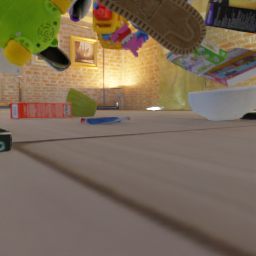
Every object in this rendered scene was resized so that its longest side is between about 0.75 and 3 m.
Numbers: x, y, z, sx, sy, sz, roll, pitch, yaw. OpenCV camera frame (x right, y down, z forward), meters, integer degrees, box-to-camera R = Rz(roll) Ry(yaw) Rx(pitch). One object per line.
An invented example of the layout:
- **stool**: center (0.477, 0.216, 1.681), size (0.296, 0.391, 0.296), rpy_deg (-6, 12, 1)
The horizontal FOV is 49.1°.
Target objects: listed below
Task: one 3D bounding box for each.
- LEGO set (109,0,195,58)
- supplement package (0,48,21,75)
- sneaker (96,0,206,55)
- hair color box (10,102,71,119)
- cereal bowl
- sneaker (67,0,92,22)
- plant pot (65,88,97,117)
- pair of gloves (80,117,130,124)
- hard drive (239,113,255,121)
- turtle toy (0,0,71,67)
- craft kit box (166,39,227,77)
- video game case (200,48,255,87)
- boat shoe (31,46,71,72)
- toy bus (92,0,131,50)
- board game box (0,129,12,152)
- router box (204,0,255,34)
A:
- **LEGO set**: center (0.824, -2.430, 6.647), size (2.333, 0.957, 0.890), rpy_deg (-38, 0, 8)
- **supplement package**: center (-3.014, -1.660, 6.433), size (0.753, 0.748, 0.993), rpy_deg (-3, 15, -44)
- **sneaker**: center (-0.007, -1.889, 3.667), size (2.257, 0.791, 1.224), rpy_deg (31, 21, -34)
- **hair color box**: center (-3.804, -0.771, 12.297), size (2.287, 0.731, 1.268), rpy_deg (-2, 4, -39)
- **cereal bowl**: center (3.668, -0.924, 10.696), size (2.688, 1.120, 2.688), rpy_deg (-7, 8, 1)
- **sneaker**: center (-1.555, -3.210, 7.204), size (0.772, 1.214, 2.129), rpy_deg (8, -10, -32)
- **plant pot**: center (-2.411, -1.149, 14.388), size (1.542, 1.443, 1.443), rpy_deg (16, 2, -10)
- **pair of gloves**: center (-0.748, -0.244, 9.024), size (1.399, 0.198, 1.740), rpy_deg (-4, 4, -20)
- **hard drive**: center (5.182, -0.427, 10.560), size (1.123, 0.304, 1.608), rpy_deg (-2, 5, -23)
- **turtle toy**: center (-2.243, -2.277, 5.148), size (2.268, 1.653, 1.146), rpy_deg (39, -5, -21)
- **craft kit box**: center (2.138, -2.280, 8.888), size (1.348, 0.331, 1.365), rpy_deg (20, -21, -17)
- **video game case**: center (3.559, -2.139, 9.485), size (1.983, 0.242, 2.773), rpy_deg (-24, 23, -2)
- **boat shoe**: center (-3.147, -2.931, 10.270), size (2.324, 0.831, 0.695), rpy_deg (34, -21, -27)
- **toy bus**: center (-0.695, -3.773, 9.900), size (1.283, 1.891, 1.815), rpy_deg (8, 15, 19)
- **board game box**: center (-2.509, 0.059, 3.540), size (1.872, 0.264, 1.266), rpy_deg (11, 8, 41)
- **router box**: center (3.574, -3.771, 8.446), size (2.074, 0.689, 2.638), rpy_deg (14, 47, 14)
